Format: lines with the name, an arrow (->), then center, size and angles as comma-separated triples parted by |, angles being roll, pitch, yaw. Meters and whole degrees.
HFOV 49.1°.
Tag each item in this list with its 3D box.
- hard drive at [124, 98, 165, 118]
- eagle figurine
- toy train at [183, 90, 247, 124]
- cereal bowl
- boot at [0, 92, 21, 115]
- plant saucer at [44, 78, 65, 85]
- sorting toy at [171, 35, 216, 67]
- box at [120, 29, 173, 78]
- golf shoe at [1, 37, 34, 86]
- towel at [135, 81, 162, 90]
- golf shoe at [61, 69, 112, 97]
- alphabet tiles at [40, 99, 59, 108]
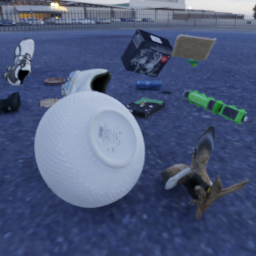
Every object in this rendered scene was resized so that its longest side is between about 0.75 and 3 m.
hard drive -> 0.667, -0.829, 11.280 | 1.097, 0.297, 1.570 | 15, 29, 31
eagle figurine -> 1.479, 0.950, 6.182 | 1.515, 1.507, 1.997 | -10, 35, 2
toy train -> 2.199, -0.594, 7.355 | 0.544, 0.402, 1.928 | 12, 15, -42
cereal bowl -> -0.563, 0.339, 5.791 | 2.477, 2.477, 1.032 | -25, 1, -44
boot -> -5.114, -1.010, 11.391 | 1.300, 0.587, 1.586 | -6, 27, -11
plant saucer -> -4.003, -2.536, 15.292 | 1.124, 0.180, 1.124 | 1, 24, 0
sorting toy -> 1.837, -2.235, 8.226 | 1.080, 0.215, 1.461 | 4, -19, 0
box -> 0.837, -3.210, 12.271 | 1.735, 1.580, 0.903 | 6, 47, -32
golf shoe -> -3.338, -2.094, 9.053 | 0.792, 1.676, 0.652 | 21, -5, 24
towel -> 1.061, -2.182, 14.314 | 1.341, 0.325, 0.749 | 2, 24, 7
golf shoe -> -1.189, -0.389, 7.410 | 1.415, 2.910, 1.139 | -11, -29, 34
alphabet tiles -> -3.361, -1.090, 12.200 | 0.877, 0.033, 1.054 | -6, 24, -14
